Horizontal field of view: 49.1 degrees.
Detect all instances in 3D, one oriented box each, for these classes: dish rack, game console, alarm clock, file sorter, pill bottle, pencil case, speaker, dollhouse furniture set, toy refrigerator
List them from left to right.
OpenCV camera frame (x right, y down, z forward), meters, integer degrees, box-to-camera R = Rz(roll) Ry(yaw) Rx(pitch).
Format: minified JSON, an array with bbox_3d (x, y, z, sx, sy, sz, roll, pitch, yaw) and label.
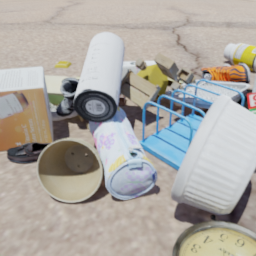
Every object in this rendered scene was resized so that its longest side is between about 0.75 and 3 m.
[{"bbox_3d":[-2.116,-1.290,10.494,2.491,0.946,0.872,5,62,5],"label":"toy refrigerator"},{"bbox_3d":[-0.759,-1.584,8.166,1.181,1.181,2.908,2,47,3],"label":"speaker"},{"bbox_3d":[-0.268,0.509,7.509,1.230,1.342,2.958,-18,33,-7],"label":"pencil case"},{"bbox_3d":[0.858,-1.165,9.664,2.035,2.387,1.165,37,3,28],"label":"dollhouse furniture set"},{"bbox_3d":[1.921,-0.220,8.423,2.695,1.653,1.870,-26,39,-34],"label":"file sorter"},{"bbox_3d":[2.998,-1.242,10.734,2.277,0.578,2.653,-25,27,-36],"label":"dish rack"},{"bbox_3d":[1.443,2.580,4.475,1.794,0.886,2.660,21,32,35],"label":"alarm clock"},{"bbox_3d":[6.131,-3.752,14.651,1.173,1.173,2.107,-20,37,-30],"label":"pill bottle"},{"bbox_3d":[5.120,-0.828,10.713,2.218,0.389,2.508,8,32,8],"label":"game console"}]

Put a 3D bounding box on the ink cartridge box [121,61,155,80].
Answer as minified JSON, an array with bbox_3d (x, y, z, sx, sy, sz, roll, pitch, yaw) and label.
[{"bbox_3d":[0.315,-2.103,11.830,1.766,1.303,0.756,-3,30,-8],"label":"ink cartridge box"}]

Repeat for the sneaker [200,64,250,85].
[{"bbox_3d":[4.069,-2.173,12.193,1.522,1.054,2.716,-10,12,-4],"label":"sneaker"}]

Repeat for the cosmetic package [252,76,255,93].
[{"bbox_3d":[5.164,-1.279,9.319,1.398,1.670,1.389,-14,28,-27],"label":"cosmetic package"}]

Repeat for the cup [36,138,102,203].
[{"bbox_3d":[-1.325,0.897,6.956,1.536,1.536,1.099,2,12,3],"label":"cup"}]

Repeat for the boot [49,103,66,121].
[{"bbox_3d":[-2.801,-0.667,10.030,1.510,0.722,0.555,-9,33,-15],"label":"boot"}]

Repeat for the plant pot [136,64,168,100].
[{"bbox_3d":[0.904,-1.839,10.927,1.081,1.074,1.105,1,61,55],"label":"plant pot"}]

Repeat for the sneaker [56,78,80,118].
[{"bbox_3d":[-1.893,-1.018,9.156,2.133,0.805,1.214,-25,-24,29],"label":"sneaker"}]

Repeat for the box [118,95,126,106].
[{"bbox_3d":[-0.624,-1.176,11.168,1.025,0.384,0.513,4,38,6],"label":"box"}]

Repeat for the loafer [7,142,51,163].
[{"bbox_3d":[-2.562,0.606,8.040,1.859,0.586,0.668,0,36,-1],"label":"loafer"}]

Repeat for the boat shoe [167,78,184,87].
[{"bbox_3d":[2.065,-2.106,12.621,1.118,0.414,0.371,13,58,7],"label":"boat shoe"}]

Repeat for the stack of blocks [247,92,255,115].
[{"bbox_3d":[4.136,-0.200,6.943,1.538,0.782,2.671,-12,-23,34],"label":"stack of blocks"}]

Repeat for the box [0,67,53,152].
[{"bbox_3d":[-3.763,-0.514,8.411,2.701,2.057,1.436,-8,38,-12],"label":"box"}]

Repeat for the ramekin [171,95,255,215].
[{"bbox_3d":[1.929,0.634,5.771,1.137,2.441,2.441,25,38,20],"label":"ramekin"}]

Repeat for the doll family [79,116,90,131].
[{"bbox_3d":[-0.943,-0.419,9.658,1.106,0.751,1.913,-13,35,-24],"label":"doll family"}]

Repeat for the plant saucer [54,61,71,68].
[{"bbox_3d":[-3.516,-3.434,15.093,0.765,0.185,0.765,5,32,7],"label":"plant saucer"}]
